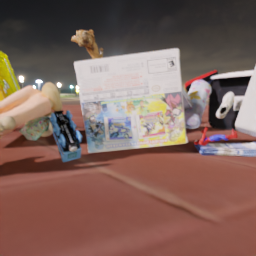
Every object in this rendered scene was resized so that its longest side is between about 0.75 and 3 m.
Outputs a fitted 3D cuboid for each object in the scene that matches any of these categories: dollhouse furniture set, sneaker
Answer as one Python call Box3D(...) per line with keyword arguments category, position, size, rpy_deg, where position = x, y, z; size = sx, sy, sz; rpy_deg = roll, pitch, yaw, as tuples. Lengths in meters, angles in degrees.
Box3D(category="dollhouse furniture set", position=(-3.983, -0.314, 11.123), size=(2.686, 1.092, 1.446), rpy_deg=(16, -4, -32))
Box3D(category="sneaker", position=(3.511, -0.810, 9.971), size=(0.400, 1.026, 0.510), rpy_deg=(24, 2, 11))

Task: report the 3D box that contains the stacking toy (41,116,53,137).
Box3D(category="stacking toy", position=(-3.002, -0.003, 9.328), size=(0.785, 0.785, 1.075), rpy_deg=(-6, -9, -43))

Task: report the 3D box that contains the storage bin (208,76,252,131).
Box3D(category="storage bin", position=(4.721, -0.916, 10.726), size=(1.400, 2.019, 2.987), rpy_deg=(-5, 8, -38))

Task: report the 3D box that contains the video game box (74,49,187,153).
Box3D(category="video game box", position=(0.089, -0.560, 6.180), size=(2.232, 2.033, 0.522), rpy_deg=(-6, 10, 5))

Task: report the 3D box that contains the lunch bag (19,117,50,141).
Box3D(category="lunch bag", position=(-2.690, -0.033, 8.225), size=(0.679, 0.486, 0.797), rpy_deg=(-1, 43, 50))

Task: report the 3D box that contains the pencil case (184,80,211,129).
Box3D(category="pencil case", position=(2.608, -0.913, 10.798), size=(0.848, 0.925, 2.039), rpy_deg=(5, 50, 29))

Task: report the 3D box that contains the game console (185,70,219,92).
Box3D(category="game console", position=(3.255, -1.780, 11.981), size=(1.435, 0.252, 1.623), rpy_deg=(-20, -24, 21))

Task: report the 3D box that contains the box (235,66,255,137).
Box3D(category="box", position=(3.436, -0.487, 6.609), size=(1.342, 1.559, 1.566), rpy_deg=(19, 2, 22))

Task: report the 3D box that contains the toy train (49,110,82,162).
Box3D(category="toy train", position=(-1.265, 0.128, 5.591), size=(0.469, 0.618, 1.082), rpy_deg=(-13, 52, -27))

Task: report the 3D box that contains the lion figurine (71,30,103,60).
Box3D(category="lion figurine", position=(-1.389, -3.034, 11.010), size=(0.731, 2.017, 1.235), rpy_deg=(-28, 37, 14))

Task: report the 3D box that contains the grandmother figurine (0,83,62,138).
Box3D(category="grandmother figurine", position=(-2.445, 0.029, 4.717), size=(2.618, 0.793, 1.588), rpy_deg=(-35, 4, -41))

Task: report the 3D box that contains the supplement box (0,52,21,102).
Box3D(category="supplement box", position=(-4.010, -1.187, 7.572), size=(1.530, 1.540, 2.812), rpy_deg=(-21, 10, -8))

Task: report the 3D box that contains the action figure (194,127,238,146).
Box3D(category="action figure", position=(1.892, 0.125, 6.252), size=(0.943, 0.467, 0.308), rpy_deg=(-20, -25, 31))

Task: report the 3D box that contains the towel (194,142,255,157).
Box3D(category="towel", position=(2.422, 0.465, 6.516), size=(1.607, 0.191, 1.180), rpy_deg=(0, 5, 6))

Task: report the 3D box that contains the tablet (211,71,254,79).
Box3D(category="tablet", position=(4.252, -1.992, 10.315), size=(1.313, 0.138, 2.018), rpy_deg=(-16, 14, -37))

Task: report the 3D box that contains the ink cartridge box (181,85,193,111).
Box3D(category="ink cartridge box", position=(1.292, -1.086, 10.144), size=(1.560, 1.579, 0.371), rpy_deg=(-31, 4, 35))
